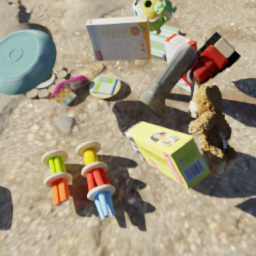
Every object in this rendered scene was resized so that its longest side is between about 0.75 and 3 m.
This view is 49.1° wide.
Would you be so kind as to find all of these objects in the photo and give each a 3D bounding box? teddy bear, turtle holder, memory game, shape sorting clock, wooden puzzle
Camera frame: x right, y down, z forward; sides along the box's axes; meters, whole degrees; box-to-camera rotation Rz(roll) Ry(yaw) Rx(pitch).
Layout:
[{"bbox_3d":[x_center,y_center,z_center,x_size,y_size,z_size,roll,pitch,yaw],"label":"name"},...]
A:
[{"bbox_3d":[2.256,0.102,7.680,1.832,0.844,2.527,-34,103,-41],"label":"teddy bear"},{"bbox_3d":[0.971,-4.613,11.196,1.392,1.489,1.960,29,38,-30],"label":"turtle holder"},{"bbox_3d":[-4.155,-2.325,13.419,2.472,0.157,2.472,0,55,0],"label":"memory game"},{"bbox_3d":[-1.085,-1.925,13.045,1.462,0.287,1.462,-2,58,3],"label":"shape sorting clock"},{"bbox_3d":[-2.249,-1.089,9.825,0.634,0.075,1.068,38,70,16],"label":"wooden puzzle"}]

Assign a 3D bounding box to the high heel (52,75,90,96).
[{"bbox_3d":[-2.604,-1.822,12.776,0.904,0.635,1.885,18,43,25],"label":"high heel"}]

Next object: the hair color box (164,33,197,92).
[{"bbox_3d":[2.118,-2.498,10.834,0.649,2.032,1.127,-38,49,-17],"label":"hair color box"}]

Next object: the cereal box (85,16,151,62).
[{"bbox_3d":[-0.337,-3.539,11.295,2.426,1.745,0.479,2,50,11],"label":"cereal box"}]

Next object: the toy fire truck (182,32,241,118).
[{"bbox_3d":[2.268,-1.520,8.857,1.443,1.974,2.243,45,83,-1],"label":"toy fire truck"}]

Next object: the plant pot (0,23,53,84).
[{"bbox_3d":[-3.605,-2.630,10.532,1.952,1.952,1.693,-17,76,-12],"label":"plant pot"}]

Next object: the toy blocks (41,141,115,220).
[{"bbox_3d":[-1.710,1.997,9.794,2.302,1.003,2.762,-15,56,-11],"label":"toy blocks"}]

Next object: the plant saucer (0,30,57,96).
[{"bbox_3d":[-3.284,-2.087,8.390,2.313,0.416,2.313,-5,68,13],"label":"plant saucer"}]

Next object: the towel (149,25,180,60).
[{"bbox_3d":[1.488,-4.745,15.085,1.999,0.307,2.620,19,55,13],"label":"towel"}]

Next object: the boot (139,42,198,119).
[{"bbox_3d":[1.334,-1.409,8.775,0.773,1.937,2.130,33,89,17],"label":"boot"}]

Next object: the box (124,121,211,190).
[{"bbox_3d":[0.880,0.588,7.453,0.727,1.092,2.901,-35,19,-13],"label":"box"}]
